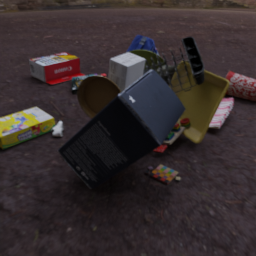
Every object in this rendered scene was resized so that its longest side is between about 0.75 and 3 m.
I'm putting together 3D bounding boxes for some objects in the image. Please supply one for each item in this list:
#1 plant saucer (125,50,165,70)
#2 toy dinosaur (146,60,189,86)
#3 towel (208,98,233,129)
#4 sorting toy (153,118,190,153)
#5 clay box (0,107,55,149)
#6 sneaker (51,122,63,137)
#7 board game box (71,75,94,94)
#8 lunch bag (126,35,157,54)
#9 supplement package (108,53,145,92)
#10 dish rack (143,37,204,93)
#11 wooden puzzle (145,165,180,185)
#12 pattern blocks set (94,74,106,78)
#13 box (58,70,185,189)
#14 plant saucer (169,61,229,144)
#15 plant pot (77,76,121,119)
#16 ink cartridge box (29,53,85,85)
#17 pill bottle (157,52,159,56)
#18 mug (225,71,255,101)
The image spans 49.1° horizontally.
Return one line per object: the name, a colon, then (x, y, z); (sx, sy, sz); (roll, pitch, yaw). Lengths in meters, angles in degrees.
plant saucer: (0.603, -2.433, 12.415); (2.518, 2.518, 0.391); (5, 47, 9)
toy dinosaur: (1.384, -2.065, 11.522); (2.723, 1.048, 1.393); (-10, -11, 32)
towel: (3.464, -0.713, 11.890); (1.495, 0.306, 2.042); (9, 41, 35)
sorting toy: (1.315, 0.182, 10.303); (1.054, 0.370, 2.187); (5, 36, 45)
clay box: (-4.317, 0.002, 10.865); (2.518, 0.599, 1.447); (-26, 38, -37)
sneaker: (-2.822, 0.033, 11.089); (0.461, 0.362, 0.928); (-6, 29, -4)
board game box: (-2.431, -2.412, 15.351); (1.311, 0.273, 1.939); (-8, 31, -5)
lunch bag: (0.538, -3.410, 13.043); (1.088, 1.602, 1.060); (25, -7, 23)
supplement package: (-0.072, -1.675, 9.293); (0.721, 1.300, 1.013); (29, 40, 25)
dish rack: (1.292, -1.965, 10.078); (2.743, 0.748, 2.104); (-19, 46, 17)
wooden puzzle: (1.119, 1.463, 8.842); (1.128, 0.079, 0.669); (22, 36, 33)
pattern blocks set: (-1.830, -2.951, 16.548); (1.127, 0.104, 1.282); (-2, 30, -3)
box: (-0.179, 0.058, 7.965); (1.558, 2.987, 2.210); (50, 39, -4)
plant saucer: (2.451, -0.978, 10.508); (0.589, 2.430, 2.431); (8, 23, -40)
plant pot: (-0.879, -0.950, 9.275); (1.724, 1.724, 0.237); (11, 35, 19)
ink cartridge box: (-4.166, -3.580, 16.693); (2.192, 1.047, 2.497); (27, 39, 37)
pill bottle: (0.973, -2.970, 14.543); (1.787, 1.787, 2.989); (-5, 47, -8)
mug: (5.853, -2.099, 14.048); (1.757, 1.172, 1.560); (23, 39, 29)
